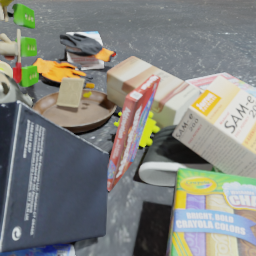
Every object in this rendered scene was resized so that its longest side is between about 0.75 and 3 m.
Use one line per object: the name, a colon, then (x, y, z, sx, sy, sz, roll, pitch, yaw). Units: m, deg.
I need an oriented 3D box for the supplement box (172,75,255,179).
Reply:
supplement box: (2.299, 0.200, 5.439, 2.393, 0.880, 1.508, 37, 50, 13)

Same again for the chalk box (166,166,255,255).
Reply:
chalk box: (1.467, 1.813, 4.367, 1.687, 1.695, 2.725, 8, 36, 11)

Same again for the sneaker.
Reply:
sneaker: (1.809, 0.620, 6.509, 2.969, 1.050, 1.472, 4, 50, 12)

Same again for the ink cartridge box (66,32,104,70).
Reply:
ink cartridge box: (-2.078, -3.733, 13.349, 1.660, 0.971, 2.862, -6, 34, -9)

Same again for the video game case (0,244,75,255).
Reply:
video game case: (-1.962, 2.623, 4.280, 1.945, 0.442, 1.763, 1, 34, 2)

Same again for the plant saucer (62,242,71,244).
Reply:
plant saucer: (-1.428, 1.821, 5.682, 1.407, 0.207, 1.407, 0, 34, 0)

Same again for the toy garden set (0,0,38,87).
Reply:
toy garden set: (-2.829, -2.389, 6.904, 0.545, 2.732, 2.277, 0, 16, -5)

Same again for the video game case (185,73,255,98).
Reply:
video game case: (3.738, -1.274, 10.306, 2.055, 0.251, 2.874, -15, 37, -21)

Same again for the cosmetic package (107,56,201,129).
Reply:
cosmetic package: (0.683, -1.002, 8.383, 2.528, 1.103, 1.307, 32, 52, 25)

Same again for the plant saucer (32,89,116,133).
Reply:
plant saucer: (-1.684, -0.544, 8.963, 2.614, 0.450, 2.614, 0, 30, 0)

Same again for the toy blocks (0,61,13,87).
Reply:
toy blocks: (-5.750, -2.285, 11.202, 2.158, 0.940, 2.590, -9, 35, -13)

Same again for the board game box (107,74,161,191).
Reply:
board game box: (0.050, 0.153, 6.041, 0.238, 2.449, 1.261, 27, 39, 14)

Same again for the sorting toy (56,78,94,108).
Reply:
sorting toy: (-1.699, -1.133, 9.088, 1.337, 0.996, 0.179, 8, -9, 28)

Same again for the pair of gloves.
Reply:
pair of gloves: (-2.229, -2.874, 11.617, 2.663, 0.370, 2.989, 23, 57, 12)

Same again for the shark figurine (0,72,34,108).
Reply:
shark figurine: (-3.465, -0.580, 8.318, 3.078, 1.839, 1.285, 11, 72, 55)

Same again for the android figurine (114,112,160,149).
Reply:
android figurine: (0.231, 0.012, 7.579, 1.276, 1.161, 0.262, 24, -4, -20)

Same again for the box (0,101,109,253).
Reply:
box: (-1.942, 0.908, 4.215, 2.607, 2.586, 1.606, -5, 72, 17)
